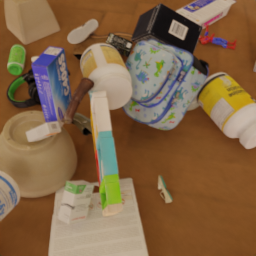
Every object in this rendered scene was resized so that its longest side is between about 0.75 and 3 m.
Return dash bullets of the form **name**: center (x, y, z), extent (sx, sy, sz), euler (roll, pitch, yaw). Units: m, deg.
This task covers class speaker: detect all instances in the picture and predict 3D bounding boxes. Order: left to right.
- **speaker**: center (-4.340, -2.661, 10.921), extent (0.583, 0.583, 1.319), euler (-6, 52, -5)

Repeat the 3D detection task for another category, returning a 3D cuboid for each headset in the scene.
- **headset**: center (-3.155, -1.588, 9.722), extent (2.326, 1.093, 1.436), euler (-21, 54, -2)

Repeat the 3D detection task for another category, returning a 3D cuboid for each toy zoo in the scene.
- **toy zoo**: center (-0.580, 0.481, 6.425), extent (0.299, 1.916, 2.920), euler (-6, 71, -11)

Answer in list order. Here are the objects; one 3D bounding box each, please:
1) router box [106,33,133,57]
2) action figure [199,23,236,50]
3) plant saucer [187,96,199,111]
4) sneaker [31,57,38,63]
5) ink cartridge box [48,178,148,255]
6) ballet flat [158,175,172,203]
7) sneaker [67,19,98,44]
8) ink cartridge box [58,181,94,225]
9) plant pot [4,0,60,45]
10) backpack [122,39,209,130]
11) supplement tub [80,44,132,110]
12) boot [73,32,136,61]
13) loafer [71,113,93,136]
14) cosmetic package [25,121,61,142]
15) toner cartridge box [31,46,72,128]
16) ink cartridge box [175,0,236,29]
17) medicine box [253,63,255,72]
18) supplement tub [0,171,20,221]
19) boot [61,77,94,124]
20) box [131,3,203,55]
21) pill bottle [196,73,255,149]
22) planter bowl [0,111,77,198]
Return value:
- **router box**: center (-0.261, -2.474, 8.421), extent (0.730, 0.975, 0.303), euler (21, 93, -3)
- **action figure**: center (3.711, -3.835, 11.736), extent (1.657, 0.820, 0.541), euler (12, 52, 12)
- **plant saucer**: center (1.937, -1.239, 9.915), extent (1.440, 0.361, 1.440), euler (0, 51, 0)
- **sneaker**: center (-3.189, -2.770, 11.016), extent (1.263, 0.550, 0.471), euler (-4, 52, -2)
- **ink cartridge box**: center (-0.772, 2.536, 6.927), extent (2.218, 0.686, 2.735), euler (-7, 33, -5)
- **ballet flat**: center (0.928, 1.652, 7.471), extent (0.239, 0.258, 0.765), euler (-26, 84, 8)
- **sneaker**: center (-1.702, -3.688, 10.800), extent (1.330, 0.522, 0.528), euler (-27, 16, 12)
- **ink cartridge box**: center (-1.222, 1.730, 6.587), extent (0.379, 0.658, 0.902), euler (12, 88, 30)
- **plant pot**: center (-4.292, -5.010, 12.136), extent (1.806, 1.599, 1.803), euler (-33, 58, -24)
- **backpack**: center (0.821, -1.291, 8.447), extent (1.787, 2.431, 2.225), euler (11, 20, -45)
- **supplement tub**: center (-0.609, -1.416, 7.706), extent (1.220, 1.220, 1.687), euler (-12, 45, -9)
- **boot**: center (-0.787, -3.077, 11.069), extent (2.932, 1.079, 1.106), euler (4, 62, 14)
- **loafer**: center (-1.338, -0.062, 8.540), extent (1.395, 0.524, 0.486), euler (18, 67, 35)
- **cosmetic package**: center (-2.016, 0.094, 6.642), extent (0.757, 0.384, 0.270), euler (-19, 87, 31)
- **toner cartridge box**: center (-1.765, -0.925, 6.759), extent (0.392, 1.815, 0.862), euler (12, 45, 11)
- **ink cartridge box**: center (3.630, -5.521, 13.227), extent (2.978, 0.552, 1.410), euler (-36, 59, -23)
- **medicine box**: center (6.281, -2.887, 10.701), extent (2.289, 1.178, 2.085), euler (21, 54, 16)
- **supplement tub**: center (-2.992, 1.615, 5.533), extent (1.005, 1.005, 1.524), euler (14, 29, 11)
- **boot**: center (-1.221, -0.599, 6.635), extent (0.340, 0.986, 1.057), euler (29, 67, -13)
- **box**: center (1.280, -3.276, 9.751), extent (1.749, 1.735, 1.078), euler (20, 91, -22)
- **pill bottle**: center (3.275, -0.535, 8.731), extent (1.326, 1.326, 2.367), euler (-21, 55, -16)
- **planter bowl**: center (-2.556, 0.515, 7.617), extent (2.258, 1.520, 2.258), euler (4, 48, -4)
